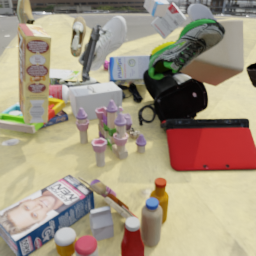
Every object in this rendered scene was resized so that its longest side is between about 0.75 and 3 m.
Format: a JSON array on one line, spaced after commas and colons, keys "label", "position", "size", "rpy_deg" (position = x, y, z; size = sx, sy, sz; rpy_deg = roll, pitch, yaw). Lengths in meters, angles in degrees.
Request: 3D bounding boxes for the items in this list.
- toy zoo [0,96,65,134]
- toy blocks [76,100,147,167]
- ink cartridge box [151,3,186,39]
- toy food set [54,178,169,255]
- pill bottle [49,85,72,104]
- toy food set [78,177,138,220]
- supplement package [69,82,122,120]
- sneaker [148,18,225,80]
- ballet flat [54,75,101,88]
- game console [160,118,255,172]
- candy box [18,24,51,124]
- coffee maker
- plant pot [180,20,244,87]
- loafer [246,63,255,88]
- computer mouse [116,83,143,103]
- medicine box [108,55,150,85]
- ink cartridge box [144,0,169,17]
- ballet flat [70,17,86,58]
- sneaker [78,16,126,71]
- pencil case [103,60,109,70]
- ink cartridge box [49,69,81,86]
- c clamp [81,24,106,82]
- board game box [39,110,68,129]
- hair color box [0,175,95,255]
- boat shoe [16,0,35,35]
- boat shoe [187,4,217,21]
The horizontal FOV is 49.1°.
[{"label": "toy zoo", "position": [-3.890, -0.704, 11.496], "size": [1.887, 0.294, 2.877], "rpy_deg": [9, 31, 16]}, {"label": "toy blocks", "position": [-0.492, -0.174, 9.552], "size": [2.224, 1.872, 2.078], "rpy_deg": [-14, 31, -24]}, {"label": "ink cartridge box", "position": [1.841, -4.874, 12.824], "size": [1.298, 0.937, 0.544], "rpy_deg": [-37, 16, 28]}, {"label": "toy food set", "position": [-0.227, 2.075, 6.070], "size": [2.718, 1.223, 1.298], "rpy_deg": [-9, 30, -16]}, {"label": "pill bottle", "position": [-3.332, -1.558, 13.166], "size": [1.557, 0.874, 0.874], "rpy_deg": [-2, 28, -4]}, {"label": "toy food set", "position": [-0.380, 1.756, 6.969], "size": [1.895, 1.204, 0.298], "rpy_deg": [32, 77, 31]}, {"label": "supplement package", "position": [-1.396, -1.153, 12.090], "size": [2.016, 1.183, 1.179], "rpy_deg": [-12, 31, -20]}, {"label": "sneaker", "position": [1.450, -1.886, 7.169], "size": [2.269, 0.885, 0.967], "rpy_deg": [-27, 39, 42]}, {"label": "ballet flat", "position": [-2.471, -2.268, 14.424], "size": [2.725, 0.995, 0.995], "rpy_deg": [-6, 29, -11]}, {"label": "game console", "position": [2.710, 0.541, 9.922], "size": [2.896, 1.719, 2.496], "rpy_deg": [0, -3, -2]}, {"label": "candy box", "position": [-3.098, -1.742, 9.117], "size": [0.781, 2.825, 1.631], "rpy_deg": [-4, 31, -28]}, {"label": "coffee maker", "position": [1.569, -1.609, 12.101], "size": [2.848, 1.997, 2.965], "rpy_deg": [-5, 28, -8]}, {"label": "plant pot", "position": [2.654, -2.529, 9.367], "size": [1.545, 1.745, 1.743], "rpy_deg": [5, -9, -12]}, {"label": "loafer", "position": [2.931, -1.298, 5.387], "size": [0.557, 1.560, 0.570], "rpy_deg": [39, 53, -11]}, {"label": "computer mouse", "position": [-0.809, -1.880, 13.967], "size": [2.945, 0.678, 2.068], "rpy_deg": [-2, 29, -5]}, {"label": "medicine box", "position": [0.122, -2.957, 14.621], "size": [2.290, 1.179, 2.086], "rpy_deg": [-4, 1, -5]}, {"label": "ink cartridge box", "position": [1.015, -4.603, 10.420], "size": [0.546, 0.532, 0.850], "rpy_deg": [-16, 59, -28]}, {"label": "ballet flat", "position": [-2.245, -4.124, 12.528], "size": [0.664, 1.883, 0.615], "rpy_deg": [3, 0, -2]}, {"label": "sneaker", "position": [-1.022, -3.278, 10.993], "size": [0.987, 2.533, 1.258], "rpy_deg": [42, 19, 8]}, {"label": "pencil case", "position": [-0.858, -4.072, 18.033], "size": [1.494, 0.678, 0.700], "rpy_deg": [1, 72, -3]}, {"label": "ink cartridge box", "position": [-3.730, -2.586, 15.182], "size": [2.040, 0.773, 1.508], "rpy_deg": [5, 28, 7]}, {"label": "c clamp", "position": [-1.132, -2.168, 8.271], "size": [0.263, 1.938, 1.656], "rpy_deg": [8, 32, -21]}, {"label": "board game box", "position": [-3.591, -0.419, 11.632], "size": [1.839, 0.318, 1.246], "rpy_deg": [-20, 34, -32]}, {"label": "hair color box", "position": [-1.941, 2.033, 6.773], "size": [1.054, 0.638, 2.108], "rpy_deg": [24, 36, 37]}, {"label": "boat shoe", "position": [-4.139, -4.474, 11.597], "size": [0.692, 1.817, 0.651], "rpy_deg": [6, 12, 26]}, {"label": "boat shoe", "position": [3.491, -4.618, 12.477], "size": [2.448, 0.868, 0.855], "rpy_deg": [22, 5, -24]}]
